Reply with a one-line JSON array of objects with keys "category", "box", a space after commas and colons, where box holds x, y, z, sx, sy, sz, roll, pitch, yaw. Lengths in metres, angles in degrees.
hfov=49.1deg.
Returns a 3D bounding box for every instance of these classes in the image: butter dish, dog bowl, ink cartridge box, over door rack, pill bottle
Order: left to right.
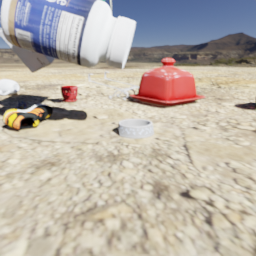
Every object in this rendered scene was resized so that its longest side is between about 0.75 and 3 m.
[{"category": "ink cartridge box", "box": [-3.006, -3.227, 9.517, 0.956, 1.658, 2.285, -17, 35, 29]}, {"category": "pill bottle", "box": [-1.391, -2.475, 6.990, 2.957, 1.641, 1.641, 17, 15, -1]}, {"category": "over door rack", "box": [-0.703, -2.082, 14.379, 2.340, 0.780, 1.729, 28, 25, 17]}, {"category": "dog bowl", "box": [0.205, -0.001, 7.957, 1.089, 0.319, 1.089, -1, 15, 0]}, {"category": "butter dish", "box": [1.765, -2.113, 12.580, 2.668, 1.972, 2.660, -12, 19, -37]}]

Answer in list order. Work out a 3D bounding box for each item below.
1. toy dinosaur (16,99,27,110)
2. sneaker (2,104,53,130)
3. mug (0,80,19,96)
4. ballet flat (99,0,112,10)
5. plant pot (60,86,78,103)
[{"category": "toy dinosaur", "box": [-4.037, -0.757, 10.451, 1.165, 0.612, 1.057, -18, 4, -24]}, {"category": "sneaker", "box": [-2.909, -0.267, 8.663, 0.784, 0.609, 1.741, 29, 26, 26]}, {"category": "mug", "box": [-6.462, -2.099, 15.068, 0.935, 0.788, 1.067, 10, 48, 26]}, {"category": "ballet flat", "box": [-0.919, -3.493, 8.645, 0.729, 2.072, 0.698, 17, 49, -8]}, {"category": "plant pot", "box": [-2.720, -1.566, 12.957, 0.786, 0.716, 0.786, 1, 14, 0]}]
